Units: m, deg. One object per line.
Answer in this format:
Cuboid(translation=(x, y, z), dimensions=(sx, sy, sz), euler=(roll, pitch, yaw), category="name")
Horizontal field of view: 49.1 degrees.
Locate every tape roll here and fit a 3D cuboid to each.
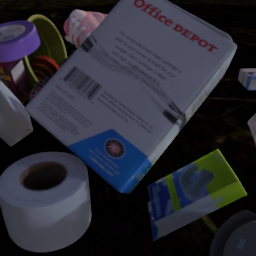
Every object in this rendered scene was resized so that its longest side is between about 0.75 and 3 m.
Cuboid(translation=(-1.258, 1.099, 4.396), dimensions=(1.324, 0.909, 1.324), euler=(1, 29, 0), category="tape roll")
Cuboid(translation=(-3.040, -2.259, 7.245), dimensions=(1.401, 0.460, 1.401), euler=(-5, 45, 5), category="tape roll")

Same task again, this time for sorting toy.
Cuboid(translation=(-3.400, -1.926, 9.265), dimensions=(2.179, 1.309, 0.894), euler=(8, 54, 16), category="sorting toy")

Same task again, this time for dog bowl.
Cuboid(translation=(1.611, 1.576, 3.398), dimensions=(1.214, 0.356, 1.214), euler=(-37, 21, 17), category="dog bowl")

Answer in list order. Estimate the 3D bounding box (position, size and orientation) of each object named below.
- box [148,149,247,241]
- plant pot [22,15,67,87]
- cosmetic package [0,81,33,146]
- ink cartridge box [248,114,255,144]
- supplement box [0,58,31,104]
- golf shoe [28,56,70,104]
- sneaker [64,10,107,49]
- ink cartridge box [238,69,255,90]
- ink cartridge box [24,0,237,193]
Cuboid(translation=(0.907, 0.997, 4.293), dimensions=(1.495, 0.356, 0.912), euler=(-31, 21, 11), category="box")
Cuboid(translation=(-3.647, -2.318, 9.392), dimensions=(2.300, 2.422, 2.422), euler=(-3, 27, 19), category="plant pot")
Cuboid(translation=(-3.314, -0.935, 6.091), dimensions=(0.719, 2.840, 1.172), euler=(-37, 36, -5), category="cosmetic package")
Cuboid(translation=(3.129, -0.242, 5.007), dimensions=(0.484, 2.306, 1.376), euler=(7, 52, -10), category="ink cartridge box")
Cuboid(translation=(-3.437, -1.427, 8.062), dimensions=(0.814, 1.475, 0.632), euler=(17, 54, 6), category="supplement box")
Cuboid(translation=(-1.992, -1.059, 8.228), dimensions=(0.922, 1.169, 2.539), euler=(29, 45, 2), category="golf shoe")
Cuboid(translation=(-1.146, -2.458, 8.364), dimensions=(1.543, 1.111, 2.952), euler=(6, 53, -25), category="sneaker")
Cuboid(translation=(4.437, -1.711, 9.818), dimensions=(0.774, 0.451, 1.070), euler=(0, 30, 0), category="ink cartridge box")
Cuboid(translation=(0.082, -0.650, 4.896), dimensions=(2.113, 1.220, 2.895), euler=(38, 83, 16), category="ink cartridge box")
